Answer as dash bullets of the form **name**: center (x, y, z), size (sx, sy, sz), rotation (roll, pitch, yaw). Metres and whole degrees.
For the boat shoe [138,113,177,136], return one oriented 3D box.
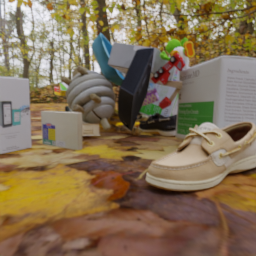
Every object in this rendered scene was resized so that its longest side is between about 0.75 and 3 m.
- **boat shoe**: center (1.156, -0.202, 10.847), size (0.929, 0.759, 2.516), rotation (-13, 10, -23)

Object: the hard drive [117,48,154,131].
- **hard drive**: center (0.196, -1.028, 7.961), size (0.518, 1.650, 2.446), rotation (20, -19, 7)

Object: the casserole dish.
- **casserole dish**: center (-0.660, -2.502, 10.960), size (0.576, 1.798, 2.968), rotation (-25, -6, 11)

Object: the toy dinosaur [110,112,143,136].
- **toy dinosaur**: center (-0.058, -0.100, 11.112), size (1.390, 0.800, 2.748), rotation (18, 15, -2)

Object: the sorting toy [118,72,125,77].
- **sorting toy**: center (0.256, -1.599, 11.193), size (0.259, 1.422, 1.316), rotation (-36, -16, 12)

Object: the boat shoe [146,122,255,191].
- **boat shoe**: center (1.417, 0.378, 5.018), size (2.779, 0.961, 1.025), rotation (-9, 13, -39)

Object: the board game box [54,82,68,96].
- **board game box**: center (-1.945, -1.548, 11.834), size (2.276, 0.341, 1.087), rotation (1, 25, -18)

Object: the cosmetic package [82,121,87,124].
- **cosmetic package**: center (-2.153, -0.427, 14.506), size (1.112, 0.395, 0.585), rotation (-2, 7, -14)

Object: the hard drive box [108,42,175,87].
- **hard drive box**: center (0.527, -2.139, 9.678), size (1.607, 0.792, 2.063), rotation (16, 3, 24)

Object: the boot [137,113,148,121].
- **boot**: center (0.796, -0.731, 16.246), size (1.332, 0.621, 1.723), rotation (-5, 10, -33)

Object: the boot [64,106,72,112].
- **boot**: center (-3.247, -0.980, 17.889), size (1.551, 0.804, 2.374), rotation (4, 7, -15)

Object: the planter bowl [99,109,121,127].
- **planter bowl**: center (-1.089, -0.563, 12.355), size (2.044, 0.851, 2.044), rotation (30, 8, -5)

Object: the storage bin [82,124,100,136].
- **storage bin**: center (-1.547, 0.069, 9.621), size (0.878, 0.414, 0.884), rotation (0, 0, -30)

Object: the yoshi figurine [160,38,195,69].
- **yoshi figurine**: center (1.434, -2.303, 8.356), size (0.883, 0.879, 1.571), rotation (16, 11, -4)

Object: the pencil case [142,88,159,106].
- **pencil case**: center (0.510, -1.039, 9.994), size (1.190, 0.499, 0.509), rotation (-18, -33, 14)

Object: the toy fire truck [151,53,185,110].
- **toy fire truck**: center (1.154, -1.260, 7.684), size (1.343, 0.947, 0.327), rotation (-42, 6, 25)

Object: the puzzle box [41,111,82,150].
- **puzzle box**: center (-1.896, 0.042, 7.902), size (1.518, 1.010, 0.193), rotation (5, 9, 35)

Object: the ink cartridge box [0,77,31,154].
- **ink cartridge box**: center (-3.605, -0.370, 7.432), size (1.410, 1.922, 1.403), rotation (4, 8, 28)

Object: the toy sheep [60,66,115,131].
- **toy sheep**: center (-1.327, -1.056, 9.967), size (1.903, 2.760, 1.903), rotation (-20, -22, -8)

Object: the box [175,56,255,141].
- **box**: center (2.815, -0.556, 7.295), size (2.442, 2.092, 2.430), rotation (3, 3, -12)

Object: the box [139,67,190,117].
- **box**: center (1.313, -1.728, 12.233), size (2.204, 2.498, 1.208), rotation (24, 16, 23)
